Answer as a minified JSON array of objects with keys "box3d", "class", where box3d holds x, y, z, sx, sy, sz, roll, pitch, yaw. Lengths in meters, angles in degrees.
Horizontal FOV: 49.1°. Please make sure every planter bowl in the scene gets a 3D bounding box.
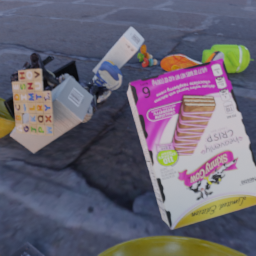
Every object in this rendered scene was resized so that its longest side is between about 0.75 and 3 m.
[{"box3d":[0.736,2.742,3.667,3.000,1.250,3.000,2,8,0],"class":"planter bowl"},{"box3d":[-4.133,-0.300,8.263,2.239,0.932,2.239,28,6,-3],"class":"planter bowl"}]

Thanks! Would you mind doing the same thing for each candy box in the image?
[{"box3d":[1.332,0.297,5.824,2.031,2.979,0.909,-16,-5,-4],"class":"candy box"}]

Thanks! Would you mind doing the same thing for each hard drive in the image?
[{"box3d":[-2.042,2.594,5.225,0.560,0.176,0.831,22,40,29],"class":"hard drive"}]

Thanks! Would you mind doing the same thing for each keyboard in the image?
[{"box3d":[-2.555,-1.335,8.376,0.262,1.619,2.548,31,56,28],"class":"keyboard"}]

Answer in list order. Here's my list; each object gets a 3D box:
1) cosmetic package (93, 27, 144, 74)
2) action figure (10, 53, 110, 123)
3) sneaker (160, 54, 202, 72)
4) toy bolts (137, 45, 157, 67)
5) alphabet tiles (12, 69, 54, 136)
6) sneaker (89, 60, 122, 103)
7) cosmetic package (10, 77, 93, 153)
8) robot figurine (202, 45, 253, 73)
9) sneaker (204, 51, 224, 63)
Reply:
[{"box3d":[-0.355,-2.517,9.775,0.695,1.877,0.954,42,40,-14],"class":"cosmetic package"},{"box3d":[-1.741,-0.825,7.952,1.771,2.981,1.521,-10,68,34],"class":"action figure"},{"box3d":[2.469,-2.588,12.221,2.474,0.903,0.954,21,40,29],"class":"sneaker"},{"box3d":[1.002,-3.462,13.608,0.701,0.966,1.011,-6,52,-19],"class":"toy bolts"},{"box3d":[-1.997,-0.525,5.821,1.128,1.349,0.051,3,9,30],"class":"alphabet tiles"},{"box3d":[-0.948,-1.338,9.453,0.891,2.366,1.043,44,64,2],"class":"sneaker"},{"box3d":[-1.940,-0.291,7.042,1.986,0.895,1.061,-31,29,34],"class":"cosmetic package"},{"box3d":[4.477,-3.118,12.696,2.116,1.224,1.857,2,21,4],"class":"robot figurine"},{"box3d":[1.789,-1.484,8.203,1.183,2.112,0.819,45,32,24],"class":"sneaker"}]
